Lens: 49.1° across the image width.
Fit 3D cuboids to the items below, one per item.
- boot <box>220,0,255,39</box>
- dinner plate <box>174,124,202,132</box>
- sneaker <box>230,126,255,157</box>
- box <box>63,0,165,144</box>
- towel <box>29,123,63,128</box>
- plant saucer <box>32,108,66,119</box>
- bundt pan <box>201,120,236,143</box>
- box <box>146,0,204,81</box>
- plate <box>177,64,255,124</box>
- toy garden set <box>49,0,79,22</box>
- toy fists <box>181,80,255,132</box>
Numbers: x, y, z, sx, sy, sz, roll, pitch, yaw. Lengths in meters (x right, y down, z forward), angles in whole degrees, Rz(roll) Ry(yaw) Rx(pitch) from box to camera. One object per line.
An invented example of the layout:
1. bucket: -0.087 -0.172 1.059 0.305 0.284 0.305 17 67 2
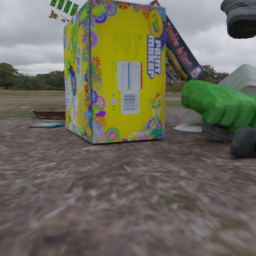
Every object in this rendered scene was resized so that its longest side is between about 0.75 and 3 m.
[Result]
1. boot: 3.128 -2.542 6.335 1.919 0.670 1.264 10 50 0
2. dinner plate: 1.970 -0.023 8.454 1.145 0.139 1.145 -1 7 0
3. sneaker: 2.386 0.266 4.898 1.412 0.536 0.641 -8 19 -29
4. box: -0.521 -1.324 7.282 1.816 2.977 2.867 -3 8 -24
5. towel: -2.621 -0.089 9.041 0.887 0.096 0.650 1 7 11
6. plant saucer: -3.001 -0.656 12.304 2.326 0.373 2.326 0 8 0
7. bundt pan: 2.021 0.086 6.344 0.819 0.307 0.819 18 14 -5
8. box: 1.094 -2.590 8.668 0.478 2.536 1.732 -42 21 -3
9. plate: 3.060 -0.785 8.345 2.494 0.403 2.488 -1 -32 -44
10. toy garden set: -2.079 -3.740 8.957 0.896 0.747 0.179 29 17 7
11. toy fists: 2.387 -0.398 6.305 2.582 0.888 1.316 7 14 -41
